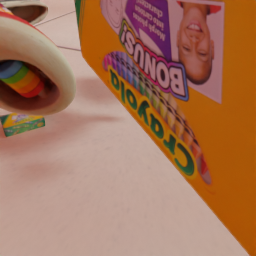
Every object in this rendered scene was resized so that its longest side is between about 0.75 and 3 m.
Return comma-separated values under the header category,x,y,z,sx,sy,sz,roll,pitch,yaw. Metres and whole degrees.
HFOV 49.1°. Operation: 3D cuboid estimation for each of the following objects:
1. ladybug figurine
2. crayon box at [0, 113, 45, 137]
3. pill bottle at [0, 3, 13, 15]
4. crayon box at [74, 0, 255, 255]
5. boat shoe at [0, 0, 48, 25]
category,x,y,z,sx,sy,sz,roll,pitch,yaw
ladybug figurine,-1.655,-0.940,4.219,1.503,2.214,0.797,-16,63,8
crayon box,-2.640,-0.164,7.012,0.968,0.282,0.575,-18,40,-23
pill bottle,-3.100,-2.253,5.085,1.971,1.126,1.126,43,40,-9
crayon box,0.411,-0.620,1.725,0.726,1.480,2.492,-22,48,-20
boat shoe,-3.054,-2.551,6.713,0.754,0.858,2.411,25,48,35
